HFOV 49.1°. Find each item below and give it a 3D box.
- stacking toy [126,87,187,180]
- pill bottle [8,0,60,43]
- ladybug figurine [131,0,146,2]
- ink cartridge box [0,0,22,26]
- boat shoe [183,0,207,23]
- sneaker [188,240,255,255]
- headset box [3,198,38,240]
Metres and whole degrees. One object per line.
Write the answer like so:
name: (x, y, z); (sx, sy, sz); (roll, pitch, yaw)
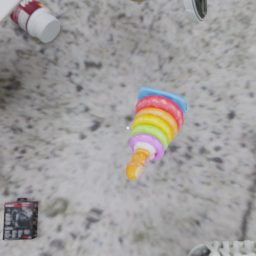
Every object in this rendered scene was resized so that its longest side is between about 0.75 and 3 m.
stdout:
stacking toy: (0.321, 0.163, 4.303); (0.841, 0.889, 1.533); (18, 49, 11)
pill bottle: (-2.656, -3.079, 7.678); (1.493, 0.852, 0.852); (40, 81, 7)
ladybug figurine: (-0.543, -3.236, 4.701); (2.587, 1.756, 0.931); (34, 107, -16)
ink cartridge box: (-3.477, -1.963, 4.850); (1.854, 1.887, 2.563); (43, 83, -30)
boat shoe: (1.212, -2.488, 4.691); (0.580, 1.822, 0.644); (2, 68, 23)
sneaker: (1.543, 1.999, 3.704); (2.867, 1.095, 1.154); (-29, 82, 10)
headset box: (-2.620, 2.206, 6.846); (0.717, 0.372, 0.963); (-3, 77, -1)
